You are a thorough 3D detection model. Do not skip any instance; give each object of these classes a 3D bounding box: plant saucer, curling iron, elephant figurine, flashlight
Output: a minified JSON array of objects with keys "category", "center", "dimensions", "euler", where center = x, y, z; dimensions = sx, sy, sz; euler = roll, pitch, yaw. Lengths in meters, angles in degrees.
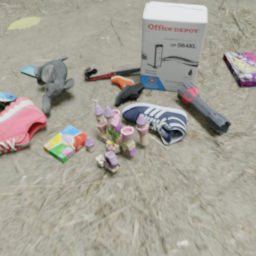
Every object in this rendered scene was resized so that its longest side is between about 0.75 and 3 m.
[{"category":"plant saucer","center":[-3.787,-2.296,11.869],"dimensions":[1.656,0.157,0.579],"euler":[22,48,20]},{"category":"curling iron","center":[-0.647,-2.267,11.566],"dimensions":[2.471,0.613,0.316],"euler":[-6,54,-11]},{"category":"elephant figurine","center":[-2.651,-1.633,10.284],"dimensions":[1.368,1.501,1.934],"euler":[-11,35,-20]},{"category":"flashlight","center":[2.637,-0.694,9.828],"dimensions":[0.771,0.774,2.277],"euler":[-24,52,-19]}]

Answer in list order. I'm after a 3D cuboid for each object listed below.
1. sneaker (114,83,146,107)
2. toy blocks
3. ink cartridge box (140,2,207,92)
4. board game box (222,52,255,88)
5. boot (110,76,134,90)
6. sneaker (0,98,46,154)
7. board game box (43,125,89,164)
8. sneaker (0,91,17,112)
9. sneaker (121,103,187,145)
[{"category":"sneaker","center":[0.085,-1.242,10.519],"dimensions":[0.700,0.403,1.342],"euler":[21,56,18]},{"category":"toy blocks","center":[-0.481,0.043,8.348],"dimensions":[1.635,1.473,1.749],"euler":[26,50,37]},{"category":"ink cartridge box","center":[1.585,-2.900,10.429],"dimensions":[2.161,2.960,1.248],"euler":[7,47,8]},{"category":"board game box","center":[5.085,-2.535,12.006],"dimensions":[1.384,0.372,2.306],"euler":[0,44,-6]},{"category":"boot","center":[-0.286,-1.756,11.180],"dimensions":[0.971,0.364,0.521],"euler":[12,51,11]},{"category":"sneaker","center":[-3.740,0.271,8.584],"dimensions":[1.287,1.094,2.967],"euler":[35,58,9]},{"category":"board game box","center":[-1.955,0.497,8.928],"dimensions":[0.909,0.239,1.187],"euler":[27,51,25]},{"category":"sneaker","center":[-5.094,-1.470,10.007],"dimensions":[2.589,1.015,1.164],"euler":[21,70,5]},{"category":"sneaker","center":[0.845,-0.134,9.194],"dimensions":[2.233,0.783,1.211],"euler":[5,43,2]}]
